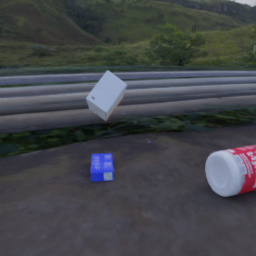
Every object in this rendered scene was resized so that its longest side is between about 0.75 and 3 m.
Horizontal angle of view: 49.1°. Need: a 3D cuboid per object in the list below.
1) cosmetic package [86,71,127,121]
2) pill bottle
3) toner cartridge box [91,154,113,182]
[{"bbox_3d":[-0.855,-1.162,11.066,0.921,1.311,2.586,36,-6,-1],"label":"cosmetic package"},{"bbox_3d":[2.795,0.933,6.487,1.782,1.001,1.001,-7,18,-22],"label":"pill bottle"},{"bbox_3d":[-0.696,1.033,7.466,0.570,0.259,1.199,0,17,-5],"label":"toner cartridge box"}]
